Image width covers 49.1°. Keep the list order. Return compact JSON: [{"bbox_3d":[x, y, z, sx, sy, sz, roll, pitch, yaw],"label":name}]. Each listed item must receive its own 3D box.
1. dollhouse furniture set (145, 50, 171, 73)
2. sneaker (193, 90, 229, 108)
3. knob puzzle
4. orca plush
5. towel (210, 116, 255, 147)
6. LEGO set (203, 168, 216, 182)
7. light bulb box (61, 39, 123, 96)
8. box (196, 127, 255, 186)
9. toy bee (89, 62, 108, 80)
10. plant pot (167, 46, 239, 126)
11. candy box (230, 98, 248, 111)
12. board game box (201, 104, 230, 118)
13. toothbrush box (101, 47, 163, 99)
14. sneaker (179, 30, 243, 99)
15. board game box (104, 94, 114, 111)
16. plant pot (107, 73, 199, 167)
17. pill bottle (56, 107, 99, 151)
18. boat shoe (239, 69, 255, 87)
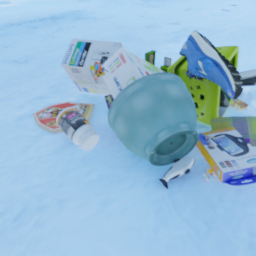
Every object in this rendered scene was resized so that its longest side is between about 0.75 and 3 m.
[{"bbox_3d":[1.213,-3.190,14.977,1.483,1.136,2.265,24,41,32],"label":"dollhouse furniture set"},{"bbox_3d":[3.396,-1.130,11.527,0.854,0.812,2.154,-30,17,0],"label":"sneaker"},{"bbox_3d":[-2.804,-0.599,11.788,2.721,0.377,2.721,0,34,0],"label":"knob puzzle"},{"bbox_3d":[1.581,1.427,8.682,0.682,0.461,1.297,21,57,41],"label":"orca plush"},{"bbox_3d":[3.842,0.158,10.094,1.682,0.192,1.208,-5,69,11],"label":"towel"},{"bbox_3d":[2.769,1.434,8.882,0.995,0.370,0.458,-5,61,-19],"label":"LEGO set"},{"bbox_3d":[-1.342,-2.651,12.678,2.370,2.349,1.479,10,69,16],"label":"light bulb box"},{"bbox_3d":[3.170,0.845,8.736,1.413,0.492,2.374,-10,30,-6],"label":"box"},{"bbox_3d":[-0.958,-1.738,8.653,0.540,0.448,0.825,29,16,-15],"label":"toy bee"},{"bbox_3d":[3.085,-1.922,11.808,2.329,2.554,2.567,15,42,31],"label":"plant pot"},{"bbox_3d":[4.913,-1.097,12.654,0.493,0.236,0.853,-16,38,-21],"label":"candy box"},{"bbox_3d":[3.589,-0.783,11.792,1.095,0.142,1.095,13,39,32],"label":"board game box"},{"bbox_3d":[0.583,-1.409,10.354,2.878,1.239,2.095,10,48,-53],"label":"toothbrush box"},{"bbox_3d":[2.766,-1.978,9.576,1.103,1.252,2.809,1,49,-49],"label":"sneaker"},{"bbox_3d":[-0.394,-0.573,10.343,0.303,1.127,1.878,-22,-5,9],"label":"board game box"},{"bbox_3d":[1.038,-0.023,8.993,2.909,2.909,1.949,-14,52,-20],"label":"plant pot"},{"bbox_3d":[-1.810,0.040,10.114,0.920,0.920,1.581,-28,58,-35],"label":"pill bottle"},{"bbox_3d":[4.873,-2.136,13.490,2.741,0.776,0.941,-11,13,22],"label":"boat shoe"}]
